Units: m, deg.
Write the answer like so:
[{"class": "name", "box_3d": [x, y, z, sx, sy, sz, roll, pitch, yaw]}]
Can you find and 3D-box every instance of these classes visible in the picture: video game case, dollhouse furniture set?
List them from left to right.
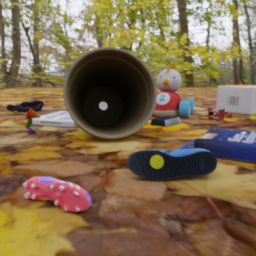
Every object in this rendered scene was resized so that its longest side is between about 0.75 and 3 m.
[{"class": "video game case", "box_3d": [-2.705, -0.422, 12.427, 2.197, 0.286, 2.414, 4, 12, 20]}, {"class": "dollhouse furniture set", "box_3d": [4.494, -0.711, 13.429, 1.284, 0.522, 0.691, -7, 13, -34]}]

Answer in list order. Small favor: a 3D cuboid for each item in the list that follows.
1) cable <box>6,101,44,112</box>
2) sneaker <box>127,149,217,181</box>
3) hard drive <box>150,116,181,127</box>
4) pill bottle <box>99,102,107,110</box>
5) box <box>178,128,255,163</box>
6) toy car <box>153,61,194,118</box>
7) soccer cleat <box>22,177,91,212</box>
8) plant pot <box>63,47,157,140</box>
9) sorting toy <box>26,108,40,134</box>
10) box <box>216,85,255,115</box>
[{"class": "cable", "box_3d": [-5.937, -1.259, 16.231, 1.846, 0.575, 2.262, -9, 15, -41]}, {"class": "sneaker", "box_3d": [0.870, 0.737, 5.810, 1.828, 0.603, 0.717, -1, -3, -5]}, {"class": "hard drive", "box_3d": [1.599, -0.296, 11.893, 0.873, 0.274, 1.294, 8, 14, 38]}, {"class": "pill bottle", "box_3d": [-1.999, -1.200, 14.391, 2.009, 1.148, 1.148, 5, 12, 27]}, {"class": "box", "box_3d": [2.991, 0.443, 7.493, 2.998, 0.486, 1.816, 5, 12, 30]}, {"class": "toy car", "box_3d": [2.035, -2.029, 14.421, 2.533, 2.748, 2.431, 4, 11, 21]}, {"class": "soccer cleat", "box_3d": [-1.103, 1.013, 4.539, 1.355, 0.452, 0.518, 2, 11, 29]}, {"class": "plant pot", "box_3d": [-0.736, -0.987, 9.876, 2.941, 2.941, 2.552, -2, -5, -11]}, {"class": "sorting toy", "box_3d": [-3.224, -0.163, 9.557, 0.410, 1.192, 0.413, 18, 47, -6]}, {"class": "box", "box_3d": [6.697, -1.674, 16.019, 2.738, 1.456, 2.085, -10, 14, -42]}]
